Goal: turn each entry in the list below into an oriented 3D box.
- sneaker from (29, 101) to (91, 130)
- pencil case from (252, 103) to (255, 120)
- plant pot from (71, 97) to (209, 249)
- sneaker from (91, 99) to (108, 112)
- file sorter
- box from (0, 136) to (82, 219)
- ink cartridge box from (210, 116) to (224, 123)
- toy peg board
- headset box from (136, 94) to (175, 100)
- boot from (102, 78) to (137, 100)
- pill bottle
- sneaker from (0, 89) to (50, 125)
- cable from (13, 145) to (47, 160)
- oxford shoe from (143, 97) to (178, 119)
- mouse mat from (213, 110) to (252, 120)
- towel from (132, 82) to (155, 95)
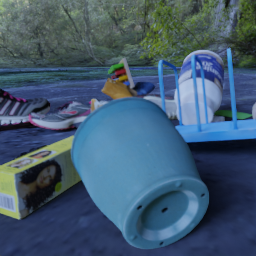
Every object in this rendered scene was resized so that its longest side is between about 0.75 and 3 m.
[{"bbox_3d":[-1.843,-0.406,8.365,2.165,0.808,0.873,-6,10,-26],"label":"sneaker"},{"bbox_3d":[4.718,-0.290,7.247,1.238,1.077,2.768,3,10,-24],"label":"pencil case"},{"bbox_3d":[0.194,0.622,3.620,1.578,1.578,1.483,-6,32,-21],"label":"plant pot"},{"bbox_3d":[-0.530,-0.388,7.443,0.799,0.689,1.822,-1,13,-19],"label":"sneaker"},{"bbox_3d":[2.308,-0.747,6.200,2.968,1.821,2.060,-5,4,21],"label":"file sorter"},{"bbox_3d":[-1.246,0.695,4.643,0.478,0.719,1.909,6,17,26],"label":"box"},{"bbox_3d":[2.428,-0.228,8.964,1.075,0.234,0.933,9,18,31],"label":"ink cartridge box"},{"bbox_3d":[-0.358,-2.205,12.242,0.625,1.273,1.278,-18,2,-14],"label":"toy peg board"},{"bbox_3d":[0.963,-0.903,10.728,1.179,0.595,1.587,-7,17,-27],"label":"headset box"},{"bbox_3d":[-0.238,-0.783,7.511,0.999,0.491,1.396,21,34,-17],"label":"boot"},{"bbox_3d":[2.232,-1.227,8.793,1.391,1.391,2.507,5,46,18],"label":"pill bottle"},{"bbox_3d":[-3.712,-0.766,8.281,2.842,1.243,1.048,-12,18,-32],"label":"sneaker"},{"bbox_3d":[-1.813,0.576,5.802,1.264,0.321,1.032,-10,18,-31],"label":"cable"},{"bbox_3d":[1.506,-0.567,9.567,2.238,0.841,0.646,6,53,-9],"label":"oxford shoe"},{"bbox_3d":[3.830,-0.497,10.344,1.065,0.050,1.323,-14,22,-42],"label":"mouse mat"},{"bbox_3d":[0.432,-1.581,12.614,0.954,0.415,1.709,6,34,35],"label":"towel"}]
